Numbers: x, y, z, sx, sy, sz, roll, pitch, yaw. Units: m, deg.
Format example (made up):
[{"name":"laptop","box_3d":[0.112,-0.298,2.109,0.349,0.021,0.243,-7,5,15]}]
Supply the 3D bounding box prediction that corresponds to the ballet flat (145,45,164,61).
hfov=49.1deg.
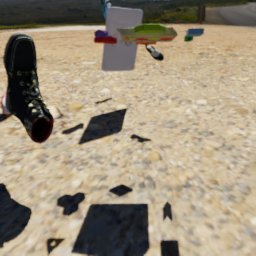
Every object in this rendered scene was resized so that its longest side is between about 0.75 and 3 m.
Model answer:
[{"name":"ballet flat","box_3d":[0.961,-2.901,10.727,1.009,0.343,0.345,47,8,32]}]

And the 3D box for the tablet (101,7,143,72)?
[{"name":"tablet","box_3d":[-0.258,-3.685,11.918,1.700,2.613,0.178,-9,32,-31]}]

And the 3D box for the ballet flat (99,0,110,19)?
[{"name":"ballet flat","box_3d":[-1.006,-5.398,12.086,0.465,1.294,0.465,-18,12,4]}]

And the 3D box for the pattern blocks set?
[{"name":"pattern blocks set","box_3d":[0.477,-2.468,7.441,2.743,0.222,2.411,-1,9,-8]}]

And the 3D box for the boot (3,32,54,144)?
[{"name":"boot","box_3d":[-2.398,-0.944,6.952,0.852,2.361,1.783,-12,42,-39]}]

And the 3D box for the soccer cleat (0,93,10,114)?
[{"name":"soccer cleat","box_3d":[-4.770,-1.240,12.241,1.029,0.829,2.415,-5,21,2]}]
